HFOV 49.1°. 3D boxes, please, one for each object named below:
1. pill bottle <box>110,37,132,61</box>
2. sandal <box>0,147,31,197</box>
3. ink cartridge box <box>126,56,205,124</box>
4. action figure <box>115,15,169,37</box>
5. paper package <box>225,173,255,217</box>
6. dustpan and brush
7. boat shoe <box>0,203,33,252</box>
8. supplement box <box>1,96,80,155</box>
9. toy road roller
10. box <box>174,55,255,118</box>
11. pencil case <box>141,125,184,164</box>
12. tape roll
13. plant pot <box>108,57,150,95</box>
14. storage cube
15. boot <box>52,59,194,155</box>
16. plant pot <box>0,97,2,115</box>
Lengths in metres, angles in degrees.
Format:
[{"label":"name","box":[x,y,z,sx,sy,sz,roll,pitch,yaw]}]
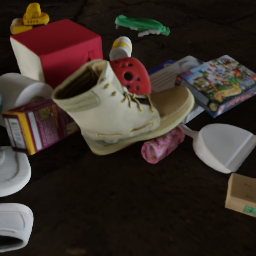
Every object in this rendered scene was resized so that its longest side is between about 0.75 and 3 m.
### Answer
[{"label":"pill bottle","box":[-0.253,-3.054,10.945,0.743,0.743,1.338,4,40,5]},{"label":"sandal","box":[-2.582,0.994,6.131,0.898,0.542,2.206,2,18,-15]},{"label":"ink cartridge box","box":[1.632,-1.540,9.170,2.738,0.556,2.732,35,50,31]},{"label":"action figure","box":[0.710,-4.674,12.947,2.446,0.669,1.445,13,40,4]},{"label":"paper package","box":[2.491,1.413,5.887,0.767,0.397,0.731,15,42,16]},{"label":"dustpan and brush","box":[2.025,0.266,7.215,2.105,0.602,1.469,35,56,25]},{"label":"boat shoe","box":[-2.929,1.953,4.960,2.346,0.845,0.804,1,30,-14]},{"label":"supplement box","box":[-2.018,-0.168,6.920,0.763,0.983,1.781,6,23,35]},{"label":"toy road roller","box":[-4.520,-4.976,12.823,1.736,1.267,1.067,-7,40,-8]},{"label":"box","box":[2.746,-1.326,8.298,2.314,0.436,1.581,-26,55,-30]},{"label":"pencil case","box":[0.891,0.378,7.018,0.510,0.533,1.232,18,39,42]},{"label":"tape roll","box":[-2.806,-0.622,7.460,1.026,1.494,1.494,22,45,24]},{"label":"plant pot","box":[-0.393,-1.078,7.773,1.431,1.571,1.571,-18,43,-28]},{"label":"storage cube","box":[-2.158,-2.011,8.815,1.999,1.901,2.224,-31,49,-30]},{"label":"boot","box":[0.013,-0.661,6.343,2.872,2.221,1.035,-25,48,4]},{"label":"plant pot","box":[-4.085,-0.464,6.115,2.054,2.054,1.376,7,37,8]}]
